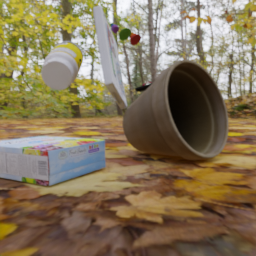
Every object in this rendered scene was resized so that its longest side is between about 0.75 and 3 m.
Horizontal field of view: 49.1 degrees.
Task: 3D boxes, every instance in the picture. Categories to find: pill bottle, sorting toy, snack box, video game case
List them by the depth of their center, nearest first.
[{"bbox_3d":[-1.996,0.661,6.582,2.281,0.772,1.924,0,4,29],"label":"snack box"},{"bbox_3d":[-0.120,-2.908,8.508,1.192,0.410,0.413,8,-49,-48],"label":"sorting toy"},{"bbox_3d":[-0.505,-2.024,8.579,0.286,2.414,2.197,-12,-15,7],"label":"video game case"},{"bbox_3d":[-2.181,-2.094,9.375,1.148,1.148,2.009,0,32,0],"label":"pill bottle"}]

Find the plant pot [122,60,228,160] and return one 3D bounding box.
[{"bbox_3d":[1.266,-0.310,8.891,2.941,2.941,2.552,-3,-11,-41],"label":"plant pot"}]

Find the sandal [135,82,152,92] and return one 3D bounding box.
[{"bbox_3d":[0.781,-1.752,11.728,1.122,0.253,0.421,-7,-24,34],"label":"sandal"}]
